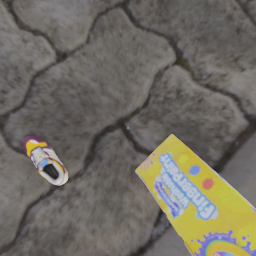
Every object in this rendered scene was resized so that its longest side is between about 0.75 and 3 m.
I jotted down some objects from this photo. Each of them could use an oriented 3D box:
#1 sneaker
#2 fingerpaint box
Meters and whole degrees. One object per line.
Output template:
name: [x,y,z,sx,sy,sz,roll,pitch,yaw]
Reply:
sneaker: [-2.136,0.780,7.116,1.585,0.714,0.594,45,83,7]
fingerpaint box: [1.633,1.631,4.445,1.012,2.760,2.303,-45,124,4]
